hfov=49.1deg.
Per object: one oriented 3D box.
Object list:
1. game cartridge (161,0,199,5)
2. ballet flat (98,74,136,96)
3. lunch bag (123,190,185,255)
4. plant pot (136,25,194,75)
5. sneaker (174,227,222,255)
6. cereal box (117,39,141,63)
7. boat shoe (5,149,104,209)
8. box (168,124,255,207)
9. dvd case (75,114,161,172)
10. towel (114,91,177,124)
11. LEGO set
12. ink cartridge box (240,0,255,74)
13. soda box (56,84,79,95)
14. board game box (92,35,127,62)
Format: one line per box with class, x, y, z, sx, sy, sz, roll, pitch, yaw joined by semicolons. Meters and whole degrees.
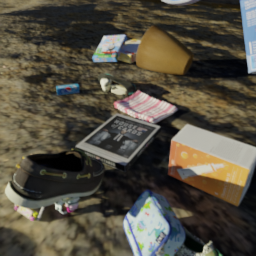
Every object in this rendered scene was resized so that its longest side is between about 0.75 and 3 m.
game cartridge;1.704;-4.410;8.743;0.322;1.060;1.589;-10;21;-40
ballet flat;-0.584;-1.649;10.795;1.834;0.624;0.627;20;45;29
lunch bag;0.407;1.808;4.988;0.505;0.984;1.224;28;15;-26
plant pot;1.721;-3.180;12.236;2.084;1.942;1.942;28;41;18
sneaker;1.348;2.234;4.562;1.675;0.742;0.644;25;40;33
cereal box;0.227;-4.071;14.670;1.723;0.473;2.395;24;41;34
boat shoe;-1.179;0.878;5.695;0.946;0.799;2.653;32;14;21
box;1.918;0.807;6.467;1.754;1.091;0.855;21;38;30
dvd case;-0.215;0.319;8.015;1.592;0.262;2.118;18;37;25
towel;0.589;-0.729;9.645;1.830;0.274;1.339;27;42;35
LEGO set;-2.117;1.324;6.244;2.237;0.832;1.029;27;7;42
ink cartridge box;3.363;-2.510;6.706;0.893;2.340;1.597;-4;4;36
soda box;-2.326;-1.482;10.823;0.843;0.270;0.286;-9;34;-13
board game box;-0.900;-3.941;13.893;1.268;0.307;1.676;5;55;24
